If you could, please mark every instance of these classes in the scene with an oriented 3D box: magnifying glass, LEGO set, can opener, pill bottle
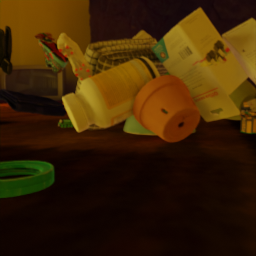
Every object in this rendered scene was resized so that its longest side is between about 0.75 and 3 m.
[{"bbox_3d":[-1.935,0.592,2.967,2.266,0.254,0.902,-4,8,-28],"label":"magnifying glass"},{"bbox_3d":[4.609,-0.766,8.248,2.985,1.729,2.295,-6,9,-44],"label":"LEGO set"},{"bbox_3d":[-2.921,-1.874,6.689,0.525,1.336,0.423,31,48,0],"label":"can opener"},{"bbox_3d":[-0.371,-0.767,6.793,2.245,1.257,1.257,-25,14,-15],"label":"pill bottle"}]

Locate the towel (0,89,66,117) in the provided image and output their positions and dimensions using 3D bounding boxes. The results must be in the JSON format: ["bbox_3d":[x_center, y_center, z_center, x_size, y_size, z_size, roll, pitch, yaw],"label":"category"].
[{"bbox_3d":[-3.080,-0.851,9.138,1.382,0.464,1.871,31,14,35],"label":"towel"}]

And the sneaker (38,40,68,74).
[{"bbox_3d":[-2.434,-2.209,8.631,0.561,0.675,1.414,-2,43,-48],"label":"sneaker"}]

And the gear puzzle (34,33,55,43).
[{"bbox_3d":[-2.355,-2.655,8.108,0.505,0.128,0.975,16,25,-10],"label":"gear puzzle"}]

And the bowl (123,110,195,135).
[{"bbox_3d":[0.918,-0.466,8.375,2.157,1.128,2.157,-1,6,0],"label":"bowl"}]

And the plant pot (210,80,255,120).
[{"bbox_3d":[4.622,-1.305,12.343,2.345,2.345,2.506,-2,22,-17],"label":"plant pot"}]

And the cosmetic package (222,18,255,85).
[{"bbox_3d":[3.284,-1.968,7.219,0.944,0.688,1.858,-29,47,10],"label":"cosmetic package"}]

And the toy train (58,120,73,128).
[{"bbox_3d":[-1.775,-0.139,8.541,0.175,0.236,0.837,23,14,35],"label":"toy train"}]

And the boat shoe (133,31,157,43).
[{"bbox_3d":[-0.239,-2.392,9.770,2.833,0.970,1.020,-40,-4,-7],"label":"boat shoe"}]

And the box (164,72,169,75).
[{"bbox_3d":[1.138,-2.238,9.836,0.439,0.907,0.801,8,4,-19],"label":"box"}]

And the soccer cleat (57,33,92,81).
[{"bbox_3d":[-1.262,-1.718,6.899,0.476,0.532,1.372,-15,-36,15],"label":"soccer cleat"}]

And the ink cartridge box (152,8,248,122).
[{"bbox_3d":[2.022,-1.549,7.546,0.914,2.693,1.550,-40,7,-19],"label":"ink cartridge box"}]

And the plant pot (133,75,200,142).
[{"bbox_3d":[0.940,-0.339,6.354,1.411,1.411,0.988,-4,40,-30],"label":"plant pot"}]

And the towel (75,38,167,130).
[{"bbox_3d":[-0.117,-1.341,8.708,2.984,2.471,1.277,-18,51,-41],"label":"towel"}]
